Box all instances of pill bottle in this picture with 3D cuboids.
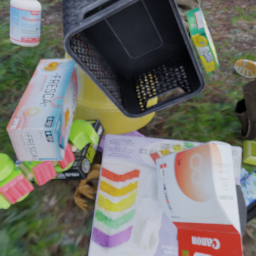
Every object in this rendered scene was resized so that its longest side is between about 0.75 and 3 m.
[{"bbox_3d":[-2.906,-3.150,7.936,0.814,1.496,0.814,10,29,-6],"label":"pill bottle"}]

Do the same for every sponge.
[{"bbox_3d":[-0.635,0.110,7.868,2.000,0.298,1.116,35,54,28],"label":"sponge"}]

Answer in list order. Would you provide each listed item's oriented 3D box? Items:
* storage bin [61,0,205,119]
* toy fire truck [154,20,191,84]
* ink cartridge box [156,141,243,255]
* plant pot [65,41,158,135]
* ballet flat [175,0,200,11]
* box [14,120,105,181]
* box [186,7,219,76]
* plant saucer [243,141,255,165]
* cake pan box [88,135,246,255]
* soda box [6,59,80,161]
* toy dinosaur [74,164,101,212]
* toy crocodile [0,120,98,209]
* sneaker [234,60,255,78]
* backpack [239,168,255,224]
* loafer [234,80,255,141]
[{"bbox_3d":[0.184,-1.490,5.138,1.769,2.617,1.227,-21,57,17],"label":"storage bin"},{"bbox_3d":[0.403,-2.652,8.791,2.517,2.215,1.619,34,58,9],"label":"toy fire truck"},{"bbox_3d":[0.953,1.230,4.195,0.451,1.460,1.800,10,71,-23],"label":"ink cartridge box"},{"bbox_3d":[-0.546,-1.727,7.726,2.898,2.726,2.898,2,39,-2],"label":"plant pot"},{"bbox_3d":[2.265,-6.253,13.686,2.542,0.589,0.857,17,49,15],"label":"ballet flat"},{"bbox_3d":[-1.723,0.546,6.947,1.973,0.437,1.580,-6,41,21],"label":"box"},{"bbox_3d":[2.145,-2.353,7.877,0.425,1.757,1.031,-15,57,22],"label":"box"},{"bbox_3d":[3.491,0.658,7.439,0.785,0.188,0.784,13,48,12],"label":"plant saucer"},{"bbox_3d":[0.749,1.497,5.360,2.738,0.716,2.521,7,81,11],"label":"cake pan box"},{"bbox_3d":[-1.539,-0.477,5.576,0.834,0.775,2.438,-1,41,1],"label":"soda box"},{"bbox_3d":[-0.813,1.148,6.782,2.852,0.861,1.515,8,35,26],"label":"toy dinosaur"},{"bbox_3d":[-1.831,0.781,5.487,2.805,0.947,0.866,-35,46,-25],"label":"toy crocodile"},{"bbox_3d":[4.523,-2.055,9.859,1.519,0.574,0.666,20,32,17],"label":"sneaker"},{"bbox_3d":[2.431,1.541,6.033,1.158,1.059,0.851,-34,48,-20],"label":"backpack"},{"bbox_3d":[3.104,-0.454,7.293,0.713,1.997,0.729,-3,44,10],"label":"loafer"}]
